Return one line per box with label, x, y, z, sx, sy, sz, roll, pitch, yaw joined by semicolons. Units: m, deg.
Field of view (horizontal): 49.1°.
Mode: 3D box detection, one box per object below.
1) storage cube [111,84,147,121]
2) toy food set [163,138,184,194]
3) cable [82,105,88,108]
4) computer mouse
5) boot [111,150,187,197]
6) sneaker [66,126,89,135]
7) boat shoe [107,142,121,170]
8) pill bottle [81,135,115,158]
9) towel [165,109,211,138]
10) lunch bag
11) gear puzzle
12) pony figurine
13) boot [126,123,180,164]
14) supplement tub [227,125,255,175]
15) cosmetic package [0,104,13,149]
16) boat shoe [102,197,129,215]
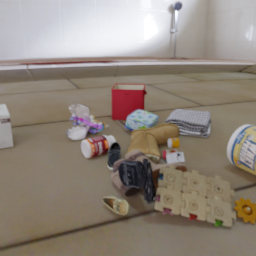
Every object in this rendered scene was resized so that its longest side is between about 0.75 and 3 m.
storage cube;0.049;-1.409;15.093;1.885;1.695;1.611;3;20;6
toy food set;1.218;1.227;8.508;0.817;1.815;0.867;-3;-25;-6
cable;-2.756;-1.143;16.512;0.830;0.258;1.017;0;17;-26
computer mouse;0.272;1.269;7.378;0.429;1.126;1.627;-8;4;-29
boot;0.503;1.192;8.527;2.164;0.760;1.582;-20;31;-1
sneaker;-2.297;0.114;12.715;0.535;0.400;1.192;21;32;36
boat shoe;-0.493;1.001;10.004;0.535;0.447;1.435;-6;29;6
pill bottle;-1.116;0.678;10.714;1.236;0.698;0.698;-15;24;-34
towel;2.857;-0.259;13.109;1.994;0.853;1.651;7;22;19
lunch bag;0.650;-0.291;13.249;1.299;0.666;1.616;20;26;16
gear puzzle;2.046;1.856;7.262;2.722;0.356;1.410;13;49;2
pony figurine;-1.943;-0.261;12.541;1.789;1.543;1.853;6;7;-28
boot;1.030;0.677;10.666;2.174;0.821;2.483;-12;18;6
supplement tub;4.456;0.866;8.967;1.514;1.514;2.093;-12;23;-30
cosmetic package;-5.622;-0.043;11.557;1.406;1.408;1.706;-9;23;-25
boat shoe;-0.336;1.999;7.231;0.322;0.377;1.027;17;-11;-30
